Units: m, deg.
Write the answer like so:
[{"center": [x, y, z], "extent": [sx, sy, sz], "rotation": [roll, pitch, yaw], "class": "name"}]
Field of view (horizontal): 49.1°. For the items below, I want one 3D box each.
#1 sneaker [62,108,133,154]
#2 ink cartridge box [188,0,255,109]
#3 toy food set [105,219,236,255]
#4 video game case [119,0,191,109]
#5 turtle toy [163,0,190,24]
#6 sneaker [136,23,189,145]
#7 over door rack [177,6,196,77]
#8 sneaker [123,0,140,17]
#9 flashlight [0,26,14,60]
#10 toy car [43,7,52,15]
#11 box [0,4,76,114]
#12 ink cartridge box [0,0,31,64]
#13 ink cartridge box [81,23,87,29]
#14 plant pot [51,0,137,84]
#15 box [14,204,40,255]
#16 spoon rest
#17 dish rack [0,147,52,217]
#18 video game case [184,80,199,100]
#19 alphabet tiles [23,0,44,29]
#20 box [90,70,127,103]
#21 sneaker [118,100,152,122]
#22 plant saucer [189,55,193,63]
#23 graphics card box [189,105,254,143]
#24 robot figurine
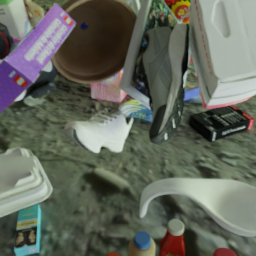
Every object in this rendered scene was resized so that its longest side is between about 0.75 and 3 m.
[{"center": [-0.514, -0.020, 5.206], "extent": [0.714, 0.835, 1.917], "rotation": [32, 10, 18], "class": "sneaker"}, {"center": [1.788, -1.473, 5.110], "extent": [1.051, 1.861, 2.540], "rotation": [-11, -6, 9], "class": "ink cartridge box"}, {"center": [0.876, 2.286, 4.490], "extent": [2.562, 1.153, 1.223], "rotation": [5, 34, 7], "class": "toy food set"}, {"center": [0.758, -1.530, 6.398], "extent": [0.272, 2.116, 2.327], "rotation": [4, 74, 39], "class": "video game case"}, {"center": [1.986, -4.253, 10.001], "extent": [2.162, 2.967, 1.500], "rotation": [16, 9, 1], "class": "turtle toy"}, {"center": [0.582, -0.824, 5.116], "extent": [0.949, 0.884, 2.392], "rotation": [4, 67, 13], "class": "sneaker"}, {"center": [2.248, -3.125, 8.218], "extent": [0.934, 2.805, 2.073], "rotation": [12, 47, 33], "class": "over door rack"}, {"center": [-0.081, -3.809, 7.888], "extent": [0.838, 2.081, 1.524], "rotation": [-13, 31, 21], "class": "sneaker"}, {"center": [-2.568, -1.310, 4.857], "extent": [0.687, 0.685, 2.023], "rotation": [-2, 27, -7], "class": "flashlight"}, {"center": [-1.793, -4.178, 9.435], "extent": [2.715, 2.885, 0.643], "rotation": [-10, 48, -30], "class": "toy car"}, {"center": [-2.136, -0.899, 5.038], "extent": [2.576, 0.504, 1.763], "rotation": [-27, 33, 38], "class": "box"}, {"center": [-3.672, -2.629, 7.461], "extent": [1.895, 2.607, 1.141], "rotation": [-5, 43, 1], "class": "ink cartridge box"}, {"center": [-1.274, -3.220, 11.420], "extent": [1.366, 2.885, 0.535], "rotation": [2, 64, 3], "class": "ink cartridge box"}, {"center": [-0.845, -2.080, 6.230], "extent": [2.041, 2.041, 0.942], "rotation": [-16, 50, -22], "class": "plant pot"}, {"center": [-2.023, 2.042, 5.672], "extent": [0.422, 0.252, 1.025], "rotation": [-7, 34, -11], "class": "box"}, {"center": [1.646, 1.560, 5.873], "extent": [2.812, 0.852, 1.397], "rotation": [3, 34, 6], "class": "spoon rest"}, {"center": [-3.252, 1.238, 6.415], "extent": [2.577, 0.561, 2.212], "rotation": [-16, 29, -25], "class": "dish rack"}, {"center": [1.520, -1.497, 10.832], "extent": [1.802, 0.410, 1.634], "rotation": [-18, 38, -25], "class": "video game case"}, {"center": [-3.132, -3.383, 8.177], "extent": [2.107, 2.155, 0.157], "rotation": [36, 58, 16], "class": "alphabet tiles"}, {"center": [-0.635, -2.409, 10.212], "extent": [1.236, 2.610, 1.339], "rotation": [11, 35, 16], "class": "box"}, {"center": [0.452, -0.552, 9.286], "extent": [1.493, 0.565, 0.784], "rotation": [-9, 35, -16], "class": "sneaker"}, {"center": [2.058, -2.846, 10.741], "extent": [1.053, 0.193, 1.051], "rotation": [2, 41, -4], "class": "plant saucer"}, {"center": [2.926, -0.180, 8.840], "extent": [1.714, 0.436, 1.075], "rotation": [-15, 37, -23], "class": "graphics card box"}, {"center": [-3.872, -2.024, 10.562], "extent": [1.996, 1.657, 2.656], "rotation": [3, 29, 38], "class": "robot figurine"}]
